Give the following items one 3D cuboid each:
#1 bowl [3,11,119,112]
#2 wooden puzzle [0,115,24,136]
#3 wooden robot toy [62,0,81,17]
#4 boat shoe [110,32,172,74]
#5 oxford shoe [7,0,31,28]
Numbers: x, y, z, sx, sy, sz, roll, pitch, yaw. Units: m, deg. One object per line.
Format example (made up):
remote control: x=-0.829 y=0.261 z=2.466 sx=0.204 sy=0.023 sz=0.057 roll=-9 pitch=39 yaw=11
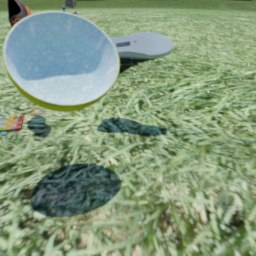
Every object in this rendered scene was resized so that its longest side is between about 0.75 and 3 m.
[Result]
bowl: x=-1.609 y=-1.362 z=6.829 sx=2.554 sy=1.374 sz=2.554 roll=7 pitch=65 yaw=-16
wooden puzzle: x=-4.673 y=-0.138 z=11.050 sx=0.969 sy=0.115 sz=1.635 roll=-6 pitch=30 yaw=-11
wooden robot toy: x=-2.480 y=-3.997 z=11.050 sx=0.961 sy=2.180 sz=0.989 roll=29 pitch=41 yaw=-6
boat shoe: x=0.185 y=-2.597 z=9.953 sx=2.741 sy=1.244 sz=0.970 roll=1 pitch=68 yaw=8
oxford shoe: x=-3.612 y=-3.246 z=9.386 sx=0.846 sy=2.376 sz=0.862 roll=-23 pitch=-16 yaw=7
